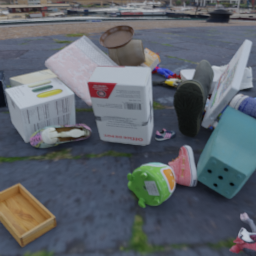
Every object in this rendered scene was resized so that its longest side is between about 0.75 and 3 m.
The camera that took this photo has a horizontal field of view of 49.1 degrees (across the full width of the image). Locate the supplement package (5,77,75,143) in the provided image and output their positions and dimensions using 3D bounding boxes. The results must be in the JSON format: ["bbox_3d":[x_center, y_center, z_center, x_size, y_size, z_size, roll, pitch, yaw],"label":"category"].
[{"bbox_3d":[-2.973,-0.672,9.648,1.840,1.386,1.396,-22,45,-31],"label":"supplement package"}]

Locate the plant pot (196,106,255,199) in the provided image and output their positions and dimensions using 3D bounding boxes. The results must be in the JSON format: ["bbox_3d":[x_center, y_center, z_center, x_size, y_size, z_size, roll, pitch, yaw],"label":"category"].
[{"bbox_3d":[2.593,0.685,7.015,1.391,1.392,1.969,30,40,16],"label":"plant pot"}]

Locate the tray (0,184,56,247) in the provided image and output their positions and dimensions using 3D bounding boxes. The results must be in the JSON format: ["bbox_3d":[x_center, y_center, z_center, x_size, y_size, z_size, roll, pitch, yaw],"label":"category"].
[{"bbox_3d":[-2.370,1.857,6.165,1.604,0.297,0.791,25,36,38],"label":"tray"}]

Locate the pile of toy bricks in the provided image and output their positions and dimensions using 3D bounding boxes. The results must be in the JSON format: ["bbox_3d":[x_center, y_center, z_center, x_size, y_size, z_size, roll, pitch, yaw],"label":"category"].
[{"bbox_3d":[3.285,-0.337,9.833,1.095,1.230,2.218,39,8,-13],"label":"pile of toy bricks"}]

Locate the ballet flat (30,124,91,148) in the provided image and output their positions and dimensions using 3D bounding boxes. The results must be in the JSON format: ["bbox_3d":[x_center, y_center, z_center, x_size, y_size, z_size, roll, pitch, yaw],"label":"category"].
[{"bbox_3d":[-2.090,0.211,8.848,1.942,0.671,0.691,-8,0,-21],"label":"ballet flat"}]

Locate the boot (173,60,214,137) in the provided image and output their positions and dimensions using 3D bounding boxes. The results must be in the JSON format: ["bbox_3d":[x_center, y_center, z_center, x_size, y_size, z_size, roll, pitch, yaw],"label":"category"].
[{"bbox_3d":[2.400,-1.389,9.518,1.007,2.524,2.777,20,56,19],"label":"boot"}]

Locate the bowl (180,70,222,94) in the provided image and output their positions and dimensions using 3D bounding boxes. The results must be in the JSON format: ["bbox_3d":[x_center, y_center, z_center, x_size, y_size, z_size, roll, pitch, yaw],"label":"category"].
[{"bbox_3d":[3.684,-2.242,13.713,2.089,0.780,2.086,-2,27,-3],"label":"bowl"}]

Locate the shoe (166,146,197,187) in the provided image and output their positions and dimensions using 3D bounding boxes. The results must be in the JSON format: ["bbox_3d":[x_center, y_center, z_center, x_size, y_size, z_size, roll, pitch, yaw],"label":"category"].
[{"bbox_3d":[1.382,0.967,7.608,0.700,0.550,1.538,6,31,-1],"label":"shoe"}]

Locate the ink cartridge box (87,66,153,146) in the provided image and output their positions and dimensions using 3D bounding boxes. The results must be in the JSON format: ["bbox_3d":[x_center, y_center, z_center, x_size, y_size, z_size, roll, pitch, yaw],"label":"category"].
[{"bbox_3d":[-0.134,-0.622,8.287,1.608,2.228,0.933,6,44,14],"label":"ink cartridge box"}]

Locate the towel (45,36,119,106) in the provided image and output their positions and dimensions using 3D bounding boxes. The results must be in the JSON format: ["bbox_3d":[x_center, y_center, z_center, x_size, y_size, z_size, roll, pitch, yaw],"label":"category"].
[{"bbox_3d":[-1.531,-2.170,10.291,2.195,0.354,2.096,42,60,0],"label":"towel"}]

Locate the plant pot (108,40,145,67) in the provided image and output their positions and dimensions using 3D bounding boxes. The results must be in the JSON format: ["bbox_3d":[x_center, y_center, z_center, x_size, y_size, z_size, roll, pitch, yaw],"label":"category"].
[{"bbox_3d":[0.000,-3.085,11.865,1.343,1.547,1.547,-9,25,11],"label":"plant pot"}]

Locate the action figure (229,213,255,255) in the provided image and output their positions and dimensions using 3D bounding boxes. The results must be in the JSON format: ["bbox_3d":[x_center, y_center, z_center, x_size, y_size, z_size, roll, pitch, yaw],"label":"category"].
[{"bbox_3d":[2.909,2.182,5.089,2.095,1.403,1.560,-9,66,1],"label":"action figure"}]

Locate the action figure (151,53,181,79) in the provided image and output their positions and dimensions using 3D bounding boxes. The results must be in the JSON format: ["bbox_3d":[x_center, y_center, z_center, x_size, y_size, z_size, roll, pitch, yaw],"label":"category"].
[{"bbox_3d":[1.916,-3.527,15.872,0.804,1.220,2.465,-21,31,-36],"label":"action figure"}]

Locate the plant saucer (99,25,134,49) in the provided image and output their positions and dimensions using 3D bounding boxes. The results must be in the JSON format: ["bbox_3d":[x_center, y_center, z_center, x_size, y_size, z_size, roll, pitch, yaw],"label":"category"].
[{"bbox_3d":[-0.378,-3.156,9.840,1.283,0.221,1.283,-10,49,12],"label":"plant saucer"}]

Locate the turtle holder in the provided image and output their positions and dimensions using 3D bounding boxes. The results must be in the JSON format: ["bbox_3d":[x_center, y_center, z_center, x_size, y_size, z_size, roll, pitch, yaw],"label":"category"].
[{"bbox_3d":[0.561,1.338,6.642,0.906,1.275,0.969,-25,68,-38],"label":"turtle holder"}]

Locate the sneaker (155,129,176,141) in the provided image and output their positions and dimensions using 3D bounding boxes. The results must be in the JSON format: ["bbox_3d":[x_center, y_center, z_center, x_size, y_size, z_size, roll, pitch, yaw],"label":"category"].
[{"bbox_3d":[1.283,0.183,9.408,0.814,0.334,0.286,-15,31,-28],"label":"sneaker"}]

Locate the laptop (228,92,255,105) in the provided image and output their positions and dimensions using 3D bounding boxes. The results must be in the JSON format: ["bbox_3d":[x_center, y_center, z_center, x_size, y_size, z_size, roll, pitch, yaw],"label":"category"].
[{"bbox_3d":[4.973,-1.389,11.537,2.157,1.114,1.912,37,33,3],"label":"laptop"}]

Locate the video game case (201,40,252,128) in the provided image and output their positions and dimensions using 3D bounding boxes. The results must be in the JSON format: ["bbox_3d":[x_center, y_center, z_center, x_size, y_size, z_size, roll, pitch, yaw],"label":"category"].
[{"bbox_3d":[3.047,-1.333,8.728,0.261,2.002,2.199,26,58,4],"label":"video game case"}]

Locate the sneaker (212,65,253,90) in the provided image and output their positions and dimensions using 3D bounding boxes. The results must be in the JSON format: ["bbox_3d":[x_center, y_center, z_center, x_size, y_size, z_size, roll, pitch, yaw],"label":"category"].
[{"bbox_3d":[5.346,-2.858,14.460,1.037,1.212,2.782,-14,29,-25],"label":"sneaker"}]

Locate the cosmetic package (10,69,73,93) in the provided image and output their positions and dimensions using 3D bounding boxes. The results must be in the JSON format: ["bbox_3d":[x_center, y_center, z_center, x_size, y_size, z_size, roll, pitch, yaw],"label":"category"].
[{"bbox_3d":[-3.771,-2.002,12.977,1.449,1.023,2.800,21,35,36],"label":"cosmetic package"}]

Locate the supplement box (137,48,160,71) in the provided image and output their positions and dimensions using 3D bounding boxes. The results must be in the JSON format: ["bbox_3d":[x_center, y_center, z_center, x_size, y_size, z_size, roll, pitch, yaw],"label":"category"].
[{"bbox_3d":[0.723,-2.845,12.596,0.800,0.467,1.270,39,85,24],"label":"supplement box"}]

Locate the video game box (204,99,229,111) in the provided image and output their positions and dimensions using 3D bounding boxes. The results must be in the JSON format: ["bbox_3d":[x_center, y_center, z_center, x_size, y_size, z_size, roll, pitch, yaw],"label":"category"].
[{"bbox_3d":[3.768,-0.967,11.728,1.215,0.284,1.107,8,28,15],"label":"video game box"}]

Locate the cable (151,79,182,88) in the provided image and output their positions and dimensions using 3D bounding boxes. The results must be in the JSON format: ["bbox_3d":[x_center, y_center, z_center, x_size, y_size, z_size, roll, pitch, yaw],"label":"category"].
[{"bbox_3d":[1.789,-2.377,14.298,1.903,0.479,0.924,13,30,24],"label":"cable"}]

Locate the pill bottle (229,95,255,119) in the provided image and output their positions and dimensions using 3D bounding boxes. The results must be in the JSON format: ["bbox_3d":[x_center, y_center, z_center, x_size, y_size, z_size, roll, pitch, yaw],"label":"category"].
[{"bbox_3d":[4.601,-0.489,10.002,0.998,0.998,1.798,-18,32,-32],"label":"pill bottle"}]

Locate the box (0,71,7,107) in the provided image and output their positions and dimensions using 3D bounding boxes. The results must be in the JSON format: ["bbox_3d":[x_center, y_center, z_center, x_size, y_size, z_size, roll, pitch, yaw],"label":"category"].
[{"bbox_3d":[-5.772,-1.686,12.148,0.856,1.187,1.600,-9,29,-18],"label":"box"}]
